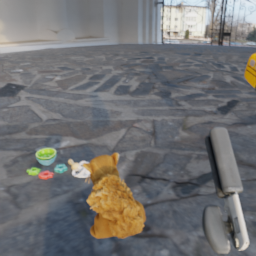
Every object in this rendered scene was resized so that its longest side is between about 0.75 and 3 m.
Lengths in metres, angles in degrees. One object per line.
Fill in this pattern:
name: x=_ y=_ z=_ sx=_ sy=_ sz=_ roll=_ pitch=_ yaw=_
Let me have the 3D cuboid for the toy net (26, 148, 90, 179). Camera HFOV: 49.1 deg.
toy net: x=-2.358 y=1.407 z=10.323 sx=2.604 sy=0.503 sz=1.366 roll=7 pitch=25 yaw=15

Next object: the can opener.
can opener: x=0.791 y=0.514 z=2.466 sx=0.360 sy=0.287 sz=1.078 roll=-2 pitch=62 yaw=-5

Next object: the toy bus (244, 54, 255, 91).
toy bus: x=4.678 y=-1.228 z=8.305 sx=0.847 sy=1.019 sz=2.603 roll=-15 pitch=44 yaw=-17

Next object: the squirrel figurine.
squirrel figurine: x=-0.266 y=1.147 z=4.936 sx=1.057 sy=1.394 sz=1.493 roll=-13 pitch=-6 yaw=-13
